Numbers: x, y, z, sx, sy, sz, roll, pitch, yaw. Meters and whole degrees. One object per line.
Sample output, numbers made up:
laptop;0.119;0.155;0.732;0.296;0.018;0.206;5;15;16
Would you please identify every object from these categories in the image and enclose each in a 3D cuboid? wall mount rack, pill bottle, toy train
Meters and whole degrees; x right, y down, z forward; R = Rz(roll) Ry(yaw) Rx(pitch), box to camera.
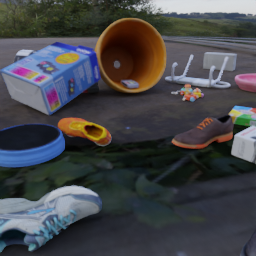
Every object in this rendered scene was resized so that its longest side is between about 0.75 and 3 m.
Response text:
wall mount rack;3.240;-2.565;12.557;2.904;1.083;2.523;13;25;28
pill bottle;-3.765;-2.825;12.795;2.602;1.382;1.382;9;23;22
toy train;2.232;-1.336;10.431;0.969;0.359;1.291;-9;24;-22

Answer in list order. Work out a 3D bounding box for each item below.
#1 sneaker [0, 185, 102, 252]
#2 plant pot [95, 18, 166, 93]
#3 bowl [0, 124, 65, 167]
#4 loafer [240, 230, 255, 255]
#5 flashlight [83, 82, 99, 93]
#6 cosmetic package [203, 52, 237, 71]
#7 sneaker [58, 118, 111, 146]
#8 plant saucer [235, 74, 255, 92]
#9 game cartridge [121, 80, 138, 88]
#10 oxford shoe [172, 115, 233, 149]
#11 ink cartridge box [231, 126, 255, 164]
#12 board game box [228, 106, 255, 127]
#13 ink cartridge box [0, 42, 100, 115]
sneaker;-1.092;1.281;3.730;1.565;0.607;0.675;-11;35;-9
plant pot;-0.165;-2.749;11.388;2.684;2.684;2.457;-7;7;-17
bowl;-2.293;0.323;6.283;1.696;0.333;1.696;0;21;0
loafer;2.581;1.119;3.508;2.812;0.886;1.011;-12;25;-28
flashlight;-2.565;-1.693;10.660;2.825;0.956;0.960;-6;61;-5
cosmetic package;5.177;-3.760;15.825;1.690;0.902;0.762;13;25;25
sneaker;-1.045;-0.012;6.524;1.427;0.550;0.521;13;68;23
plant saucer;5.356;-1.838;11.565;1.815;0.460;1.815;-1;22;0
game cartridge;0.081;-1.712;10.938;0.507;0.156;0.762;-3;24;-25
oxford shoe;1.754;0.050;6.568;1.714;0.622;0.610;-13;25;-29
ink cartridge box;2.897;0.425;5.806;0.842;0.489;1.167;-19;28;-39
board game box;3.401;-0.345;8.119;0.821;0.216;1.073;12;25;28
ink cartridge box;-2.352;-1.888;9.453;2.005;1.122;2.939;22;46;29
